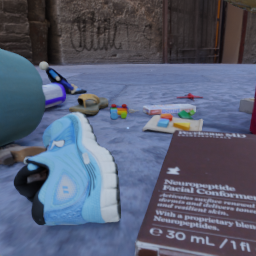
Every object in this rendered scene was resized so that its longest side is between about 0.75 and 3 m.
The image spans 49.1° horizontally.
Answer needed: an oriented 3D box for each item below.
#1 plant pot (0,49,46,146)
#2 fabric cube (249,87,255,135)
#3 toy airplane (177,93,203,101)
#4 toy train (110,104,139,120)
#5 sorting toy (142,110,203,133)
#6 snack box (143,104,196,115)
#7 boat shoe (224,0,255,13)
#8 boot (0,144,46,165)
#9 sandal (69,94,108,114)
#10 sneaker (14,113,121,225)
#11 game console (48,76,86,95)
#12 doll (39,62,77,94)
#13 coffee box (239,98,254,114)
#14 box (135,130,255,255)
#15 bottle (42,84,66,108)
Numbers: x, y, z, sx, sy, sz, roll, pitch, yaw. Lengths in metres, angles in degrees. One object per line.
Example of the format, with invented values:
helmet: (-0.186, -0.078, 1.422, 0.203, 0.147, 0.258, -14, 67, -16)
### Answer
plant pot: (-3.346, -0.602, 5.585, 2.859, 2.859, 2.800, 5, 9, 18)
fabric cube: (4.123, -0.596, 6.214, 2.184, 2.142, 2.177, 2, 16, 11)
toy airplane: (2.816, -1.414, 12.609, 1.233, 0.227, 1.233, 0, 16, 0)
toy train: (-0.111, -0.497, 9.146, 0.972, 0.411, 0.562, 0, 26, -1)
sorting toy: (1.403, -0.242, 8.311, 1.562, 0.311, 2.113, 4, 17, 16)
snack box: (1.480, -0.681, 10.030, 1.782, 0.217, 0.641, -4, 16, -15)
boat shoe: (2.292, -2.651, 5.344, 1.062, 0.999, 2.789, -9, 30, -9)
boot: (-2.190, 0.490, 5.688, 1.016, 0.357, 0.743, -8, 16, -30)
sandal: (-1.387, -0.951, 10.160, 0.989, 0.665, 2.463, 4, 16, 15)
sneaker: (-1.117, 0.495, 4.337, 1.282, 1.117, 2.850, -9, 18, -20)
game console: (-3.088, -2.234, 14.265, 1.553, 0.904, 1.366, 16, 22, 42)
doll: (-1.559, -1.110, 6.123, 0.915, 0.222, 0.624, 38, -2, -38)
coffee box: (4.681, -0.823, 10.102, 1.139, 0.454, 0.651, -8, 18, -26)
box: (1.050, 0.884, 3.058, 1.416, 1.060, 2.828, 3, 14, 13)
bottle: (-3.364, -1.038, 10.096, 1.071, 0.837, 2.565, -5, 13, 26)
